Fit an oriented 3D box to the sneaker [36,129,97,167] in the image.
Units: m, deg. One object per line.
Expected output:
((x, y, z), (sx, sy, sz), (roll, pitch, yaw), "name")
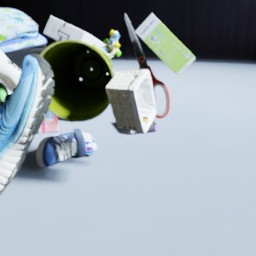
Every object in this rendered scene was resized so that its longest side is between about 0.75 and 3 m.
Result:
((-1.875, 0.648, 9.216), (1.578, 0.868, 2.155), (-1, 13, 9), "sneaker")

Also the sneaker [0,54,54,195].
((-1.916, -0.074, 4.176), (1.050, 2.334, 0.915), (28, 11, -11), "sneaker")

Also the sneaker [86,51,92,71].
((-1.325, -2.009, 8.732), (0.417, 1.129, 0.448), (-29, 52, -20), "sneaker")

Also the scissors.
((0.505, -1.671, 7.540), (1.063, 2.905, 0.202), (-5, -2, 5), "scissors")

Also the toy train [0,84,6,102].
((-3.273, -0.860, 7.464), (1.801, 0.376, 0.508), (48, 4, 39), "toy train")

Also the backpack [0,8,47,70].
((-3.189, -2.266, 7.245), (1.716, 1.378, 1.876), (-28, 52, -35), "backpack")

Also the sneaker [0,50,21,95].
((-2.282, -1.044, 5.667), (0.628, 1.570, 0.579), (-27, 16, 10), "sneaker")

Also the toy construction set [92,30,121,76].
((-0.812, -2.256, 9.624), (0.907, 1.969, 1.291), (37, 64, 20), "toy construction set")

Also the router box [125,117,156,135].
((0.403, -0.194, 12.374), (1.196, 0.410, 1.604), (-6, 20, -17), "router box")

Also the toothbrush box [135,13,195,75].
((0.917, -1.959, 6.729), (1.382, 0.595, 1.006), (47, 17, 2), "toothbrush box")

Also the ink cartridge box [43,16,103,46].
((-2.198, -3.626, 11.389), (1.943, 0.819, 1.419), (31, 11, 22), "ink cartridge box")

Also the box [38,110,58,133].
((-3.465, -0.703, 11.894), (0.865, 1.686, 0.798), (-6, 20, -17), "box")

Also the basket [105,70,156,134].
((0.086, -0.614, 6.458), (0.782, 1.268, 0.859), (8, 44, 26), "basket")

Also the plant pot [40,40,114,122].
((-1.192, -1.410, 7.557), (1.990, 1.990, 1.916), (2, 22, 6), "plant pot")

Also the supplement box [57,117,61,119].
((-2.960, -0.851, 13.828), (1.637, 0.701, 0.903), (13, 23, 33), "supplement box")
